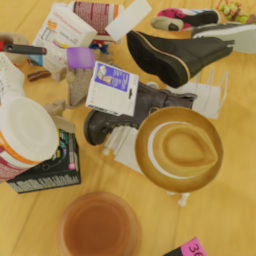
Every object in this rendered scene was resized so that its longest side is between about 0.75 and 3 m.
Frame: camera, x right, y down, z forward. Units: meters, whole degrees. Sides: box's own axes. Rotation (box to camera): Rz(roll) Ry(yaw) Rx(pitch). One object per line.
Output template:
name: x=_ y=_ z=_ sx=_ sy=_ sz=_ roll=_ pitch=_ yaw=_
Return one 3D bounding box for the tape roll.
tape roll: x=0.000 y=-2.884 z=7.403 sx=0.450 sy=1.287 sz=1.287 roll=47 pitch=62 yaw=-17

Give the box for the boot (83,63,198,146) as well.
boot: x=0.213 y=-0.094 z=6.851 sx=2.328 sy=2.674 sz=0.926 roll=29 pitch=39 yaw=10

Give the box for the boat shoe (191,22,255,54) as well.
boat shoe: x=3.681 y=-3.269 z=9.792 sx=2.926 sy=1.035 sz=0.932 roll=-1 pitch=53 yaw=4

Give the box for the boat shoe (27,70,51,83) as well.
boat shoe: x=-2.951 y=-1.775 z=9.296 sx=0.806 sy=0.284 sz=0.283 roll=-18 pitch=62 yaw=-11

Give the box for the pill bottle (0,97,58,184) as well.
pill bottle: x=-2.747 y=0.461 z=5.726 sx=2.363 sy=1.349 sz=1.349 roll=-28 pitch=56 yaw=21

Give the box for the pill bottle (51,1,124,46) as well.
pill bottle: x=-1.250 y=-3.332 z=8.913 sx=2.171 sy=1.239 sz=1.239 roll=4 pitch=57 yaw=-2

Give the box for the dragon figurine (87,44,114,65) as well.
dragon figurine: x=-1.205 y=-2.558 z=9.588 sx=2.188 sy=0.644 sz=1.088 roll=-29 pitch=62 yaw=-17

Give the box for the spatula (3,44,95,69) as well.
spatula: x=-1.697 y=-1.663 z=6.270 sx=2.061 sy=0.212 sz=0.582 roll=-1 pitch=76 yaw=-37

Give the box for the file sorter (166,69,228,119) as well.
file sorter: x=1.999 y=-1.179 z=8.439 sx=1.698 sy=1.058 sz=1.179 roll=12 pitch=60 yaw=8

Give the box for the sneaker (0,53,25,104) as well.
sneaker: x=-3.031 y=-1.129 z=6.753 sx=0.644 sy=1.011 sz=1.749 roll=-29 pitch=45 yaw=5

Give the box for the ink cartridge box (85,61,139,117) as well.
ink cartridge box: x=-0.314 y=-0.788 z=5.902 sx=1.003 sy=0.218 sz=0.993 roll=16 pitch=70 yaw=-18

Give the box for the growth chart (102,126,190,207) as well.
growth chart: x=0.761 y=0.575 z=7.807 sx=2.879 sy=0.255 sz=2.083 roll=29 pitch=61 yaw=18

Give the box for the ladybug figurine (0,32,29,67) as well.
ladybug figurine: x=-4.449 y=-2.474 z=9.410 sx=2.334 sy=0.840 sz=1.584 roll=-7 pitch=58 yaw=-5

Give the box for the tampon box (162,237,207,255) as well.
tampon box: x=0.534 y=3.574 z=5.065 sx=2.564 sy=1.619 sz=1.922 roll=-22 pitch=60 yaw=-14

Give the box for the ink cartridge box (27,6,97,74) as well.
ink cartridge box: x=-1.838 y=-2.423 z=7.916 sx=1.135 sy=1.542 sz=1.116 roll=36 pitch=19 yaw=-7

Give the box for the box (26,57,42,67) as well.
box: x=-2.626 y=-2.452 z=9.743 sx=1.527 sy=0.265 sz=0.840 roll=10 pitch=58 yaw=7

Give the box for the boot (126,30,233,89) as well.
boot: x=1.364 y=-2.331 z=8.213 sx=1.959 sy=1.097 sz=2.832 roll=-29 pitch=53 yaw=-15

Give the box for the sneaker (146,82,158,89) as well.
sneaker: x=0.370 y=-0.656 z=7.371 sx=0.477 sy=1.307 sz=0.463 roll=27 pitch=25 yaw=-9

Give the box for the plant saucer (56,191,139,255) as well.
plant saucer: x=-0.721 y=2.402 z=6.568 sx=1.968 sy=0.368 sz=1.968 roll=0 pitch=57 yaw=-1

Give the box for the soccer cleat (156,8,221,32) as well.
soccer cleat: x=2.270 y=-4.046 z=10.565 sx=2.356 sy=0.823 sz=1.017 roll=10 pitch=21 yaw=20

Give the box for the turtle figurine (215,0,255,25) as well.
turtle figurine: x=4.087 y=-4.174 z=10.446 sx=2.030 sy=0.811 sz=2.517 roll=31 pitch=35 yaw=10

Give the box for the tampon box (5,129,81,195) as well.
tampon box: x=-2.129 y=0.833 z=7.166 sx=1.664 sy=1.050 sz=1.247 roll=-8 pitch=58 yaw=-5

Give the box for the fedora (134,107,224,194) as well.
fedora: x=0.965 y=0.379 z=4.844 sx=1.686 sy=0.688 sz=1.686 roll=1 pitch=86 yaw=-8

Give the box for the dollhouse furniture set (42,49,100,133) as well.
dollhouse furniture set: x=-1.052 y=-1.086 z=7.628 sx=1.211 sy=1.418 sz=2.736 roll=21 pitch=37 yaw=16

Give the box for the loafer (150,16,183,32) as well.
loafer: x=1.073 y=-2.881 z=7.825 sx=0.922 sy=0.349 sz=0.315 roll=5 pitch=45 yaw=6
